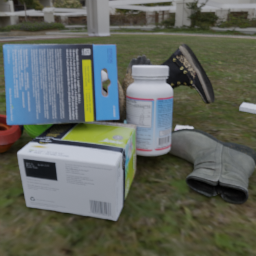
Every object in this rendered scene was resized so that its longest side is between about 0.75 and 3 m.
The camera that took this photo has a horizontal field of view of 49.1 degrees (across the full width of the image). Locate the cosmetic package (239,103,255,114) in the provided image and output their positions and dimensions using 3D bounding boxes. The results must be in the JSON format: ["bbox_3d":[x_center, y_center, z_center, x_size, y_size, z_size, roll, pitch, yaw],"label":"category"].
[{"bbox_3d":[5.687,-0.906,12.984,0.861,0.223,0.649,16,27,31],"label":"cosmetic package"}]

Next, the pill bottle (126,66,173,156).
[{"bbox_3d":[0.623,-0.539,8.315,1.372,2.523,1.372,1,14,0],"label":"pill bottle"}]

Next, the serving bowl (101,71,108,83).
[{"bbox_3d":[-1.626,-1.249,8.807,2.101,0.691,2.101,-35,10,7],"label":"serving bowl"}]

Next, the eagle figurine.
[{"bbox_3d":[-0.340,-0.819,8.820,2.022,2.679,2.033,22,45,-30],"label":"eagle figurine"}]

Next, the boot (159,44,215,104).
[{"bbox_3d":[2.195,-1.851,11.630,2.010,2.670,0.977,-30,-6,29],"label":"boot"}]

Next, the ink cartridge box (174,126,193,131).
[{"bbox_3d":[1.887,0.351,9.668,0.601,0.617,0.959,7,24,17],"label":"ink cartridge box"}]

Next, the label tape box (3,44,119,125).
[{"bbox_3d":[-1.667,-1.093,7.262,2.732,1.970,0.865,-2,1,-8],"label":"label tape box"}]

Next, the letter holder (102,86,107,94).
[{"bbox_3d":[-1.124,-0.862,9.785,0.771,1.084,0.545,45,33,1],"label":"letter holder"}]

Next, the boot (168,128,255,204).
[{"bbox_3d":[2.052,0.974,7.947,2.930,0.992,1.914,14,33,31],"label":"boot"}]

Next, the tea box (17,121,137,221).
[{"bbox_3d":[-1.112,0.902,7.236,2.333,1.559,2.295,6,25,13],"label":"tea box"}]

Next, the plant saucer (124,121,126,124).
[{"bbox_3d":[-0.336,0.119,9.972,2.428,0.436,2.428,3,36,-2],"label":"plant saucer"}]

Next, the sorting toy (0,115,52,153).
[{"bbox_3d":[-3.670,0.232,9.664,2.822,1.159,1.696,1,36,-28],"label":"sorting toy"}]
